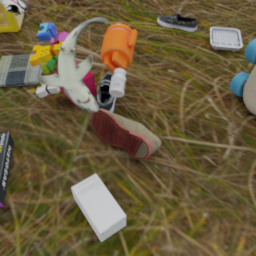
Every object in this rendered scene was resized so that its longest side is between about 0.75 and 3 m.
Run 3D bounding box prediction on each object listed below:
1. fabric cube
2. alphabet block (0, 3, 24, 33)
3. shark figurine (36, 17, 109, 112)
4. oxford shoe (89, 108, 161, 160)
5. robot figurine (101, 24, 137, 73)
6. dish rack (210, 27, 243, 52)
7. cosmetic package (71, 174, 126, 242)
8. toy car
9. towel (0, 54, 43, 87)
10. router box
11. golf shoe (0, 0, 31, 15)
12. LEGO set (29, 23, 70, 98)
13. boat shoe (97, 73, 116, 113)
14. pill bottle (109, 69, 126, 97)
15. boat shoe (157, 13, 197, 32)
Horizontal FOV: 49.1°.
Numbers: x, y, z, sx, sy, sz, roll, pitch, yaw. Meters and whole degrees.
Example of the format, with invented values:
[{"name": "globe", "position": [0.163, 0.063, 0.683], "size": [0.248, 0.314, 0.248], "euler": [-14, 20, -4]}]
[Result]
[{"name": "fabric cube", "position": [-1.726, -1.503, 9.503], "size": [0.930, 0.912, 0.927], "euler": [-33, 57, -24]}, {"name": "alphabet block", "position": [-6.180, -6.085, 11.977], "size": [2.851, 2.836, 2.904], "euler": [-4, 55, -1]}, {"name": "shark figurine", "position": [-1.377, -1.717, 7.237], "size": [1.562, 1.091, 2.614], "euler": [7, 81, -3]}, {"name": "oxford shoe", "position": [-0.144, 0.097, 8.389], "size": [2.468, 0.869, 0.923], "euler": [35, 33, 27]}, {"name": "robot figurine", "position": [-0.350, -2.688, 9.319], "size": [1.058, 1.305, 1.815], "euler": [11, 59, -7]}, {"name": "dish rack", "position": [4.046, -3.671, 11.710], "size": [1.278, 0.324, 1.489], "euler": [7, 50, 7]}, {"name": "cosmetic package", "position": [-0.727, 1.917, 6.833], "size": [0.754, 0.594, 1.401], "euler": [-26, 55, -22]}, {"name": "toy car", "position": [5.180, -1.447, 8.908], "size": [2.561, 2.265, 2.361], "euler": [-3, 36, -26]}, {"name": "towel", "position": [-4.058, -2.163, 10.528], "size": [1.665, 0.299, 1.729], "euler": [-5, 52, 0]}, {"name": "router box", "position": [-4.071, 1.132, 7.519], "size": [1.598, 0.547, 2.142], "euler": [-6, 50, -5]}, {"name": "golf shoe", "position": [-3.702, -3.895, 8.719], "size": [1.284, 0.466, 0.591], "euler": [22, 64, 17]}, {"name": "LEGO set", "position": [-2.269, -2.461, 8.986], "size": [1.180, 1.097, 2.875], "euler": [-5, 57, 12]}, {"name": "boat shoe", "position": [-0.722, -1.304, 9.498], "size": [0.694, 0.656, 1.935], "euler": [5, 50, 4]}, {"name": "pill bottle", "position": [-0.289, -1.328, 8.232], "size": [0.442, 0.442, 0.772], "euler": [6, 68, 5]}, {"name": "boat shoe", "position": [2.185, -4.790, 12.457], "size": [1.839, 0.609, 0.643], "euler": [23, 54, 18]}]
